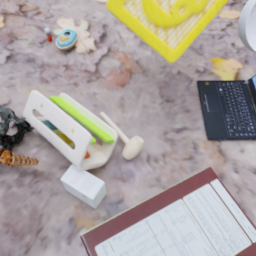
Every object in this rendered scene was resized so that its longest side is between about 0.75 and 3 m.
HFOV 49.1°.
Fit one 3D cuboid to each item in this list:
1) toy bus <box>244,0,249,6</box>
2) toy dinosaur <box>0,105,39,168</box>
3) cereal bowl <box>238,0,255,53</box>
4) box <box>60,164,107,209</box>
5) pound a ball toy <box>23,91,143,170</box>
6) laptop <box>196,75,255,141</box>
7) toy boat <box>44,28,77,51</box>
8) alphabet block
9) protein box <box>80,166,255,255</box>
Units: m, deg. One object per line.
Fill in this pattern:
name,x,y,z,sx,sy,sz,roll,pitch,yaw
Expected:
toy bus,5.345,-5.181,11.414,1.667,0.913,1.766,-10,18,-41
toy dinosaur,-3.576,0.388,7.873,2.607,1.331,1.769,30,75,-3
cereal bowl,3.448,-2.701,7.149,1.563,1.563,0.651,-18,25,-11
box,-1.118,1.499,7.170,0.995,0.758,0.529,27,61,16
pound a ball toy,-1.298,0.171,7.868,2.950,1.253,1.923,36,21,28
laptop,3.658,-0.958,8.401,2.666,1.377,2.363,0,56,0
toy boat,-2.542,-3.378,10.451,1.196,0.556,1.005,13,59,8
alphabet block,0.947,-3.218,7.145,2.180,2.192,2.232,36,17,-10
protein box,0.761,2.512,5.419,2.600,2.581,1.754,-24,60,-15
